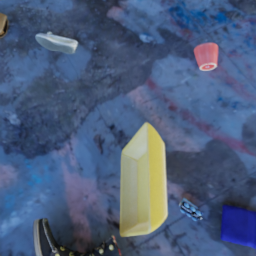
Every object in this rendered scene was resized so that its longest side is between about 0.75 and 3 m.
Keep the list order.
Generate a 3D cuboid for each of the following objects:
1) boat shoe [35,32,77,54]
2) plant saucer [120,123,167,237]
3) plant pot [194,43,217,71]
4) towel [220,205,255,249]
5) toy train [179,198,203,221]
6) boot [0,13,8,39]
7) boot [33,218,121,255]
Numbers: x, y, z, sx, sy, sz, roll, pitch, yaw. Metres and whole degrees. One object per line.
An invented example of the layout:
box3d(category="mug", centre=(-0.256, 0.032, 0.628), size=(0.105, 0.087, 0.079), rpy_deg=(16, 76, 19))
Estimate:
box3d(category="boat shoe", centre=(-3.002, -3.613, 11.748), size=(1.706, 0.629, 0.547), rpy_deg=(14, 62, 2))
box3d(category="plant saucer", centre=(0.435, 1.687, 8.370), size=(0.701, 2.893, 2.892), rpy_deg=(6, 67, -14))
box3d(category="plant pot", centre=(3.167, -2.818, 11.288), size=(0.939, 0.939, 0.831), rpy_deg=(-2, 78, -1))
box3d(category="towel", centre=(3.772, 3.205, 8.987), size=(1.581, 0.392, 1.168), rpy_deg=(13, 61, 5))
box3d(category="toy train", centre=(2.042, 2.666, 9.132), size=(0.820, 0.469, 0.356), rpy_deg=(33, 109, 6))
box3d(category="boot", centre=(-5.796, -3.921, 11.759), size=(0.961, 0.937, 2.546), rpy_deg=(10, 65, -7))
box3d(category="boot", centre=(-1.409, 3.803, 8.306), size=(2.238, 1.088, 2.973), rpy_deg=(-22, 73, -8))
